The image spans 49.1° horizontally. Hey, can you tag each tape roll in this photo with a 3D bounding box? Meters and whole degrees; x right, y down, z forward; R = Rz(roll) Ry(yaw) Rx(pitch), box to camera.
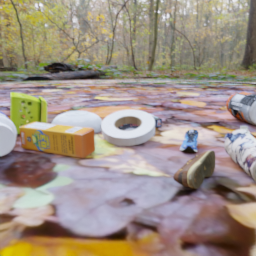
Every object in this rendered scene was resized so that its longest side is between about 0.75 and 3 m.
[{"bbox_3d":[-0.009,-0.046,12.298,2.386,0.436,2.386,-4,33,3],"label":"tape roll"}]

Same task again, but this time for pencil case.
[{"bbox_3d":[3.902,0.815,8.771,1.030,1.184,2.647,-1,15,0],"label":"pencil case"}]

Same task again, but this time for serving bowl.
[{"bbox_3d":[-2.577,-0.346,14.166,2.648,0.871,2.648,-1,14,0],"label":"serving bowl"}]

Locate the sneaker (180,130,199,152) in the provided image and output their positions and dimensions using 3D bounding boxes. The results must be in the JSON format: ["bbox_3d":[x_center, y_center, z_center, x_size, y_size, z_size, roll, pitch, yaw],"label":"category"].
[{"bbox_3d":[2.425,0.469,11.050,0.677,0.769,1.724,3,15,14],"label":"sneaker"}]

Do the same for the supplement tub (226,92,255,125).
[{"bbox_3d":[6.808,-1.148,15.864,1.620,1.620,2.645,-2,13,-9],"label":"supplement tub"}]

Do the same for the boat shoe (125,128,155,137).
[{"bbox_3d":[0.484,0.285,12.611,1.421,0.504,0.496,-4,-13,-2],"label":"boat shoe"}]

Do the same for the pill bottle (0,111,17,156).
[{"bbox_3d":[-5.124,0.180,10.656,1.532,1.532,2.560,-8,17,-30],"label":"pill bottle"}]

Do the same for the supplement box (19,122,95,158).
[{"bbox_3d":[-2.757,0.431,10.806,2.904,0.966,0.999,6,17,24],"label":"supplement box"}]

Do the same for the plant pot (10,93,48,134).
[{"bbox_3d":[-4.943,-0.738,13.906,1.692,1.856,1.865,1,13,-22],"label":"plant pot"}]

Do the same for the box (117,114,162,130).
[{"bbox_3d":[0.362,-0.334,14.949,2.407,0.454,1.644,-5,15,-19],"label":"box"}]

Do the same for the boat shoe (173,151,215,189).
[{"bbox_3d":[2.031,1.143,8.309,0.706,0.752,2.090,1,13,36],"label":"boat shoe"}]
